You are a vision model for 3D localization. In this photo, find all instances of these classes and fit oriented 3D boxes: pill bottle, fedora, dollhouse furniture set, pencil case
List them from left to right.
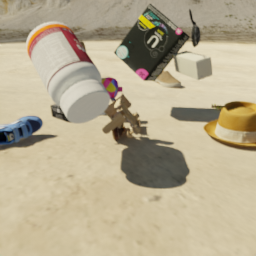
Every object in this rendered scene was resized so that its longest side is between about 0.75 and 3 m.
[{"bbox_3d":[-1.672,-1.539,7.797,1.503,1.503,2.744,-16,60,-34],"label":"pill bottle"},{"bbox_3d":[-1.031,-1.188,9.049,1.720,0.760,0.760,1,17,44],"label":"pencil case"},{"bbox_3d":[-0.307,-0.266,10.712,1.057,1.237,2.387,-37,17,15],"label":"dollhouse furniture set"},{"bbox_3d":[4.183,-0.278,10.275,2.839,1.158,2.839,1,22,0],"label":"fedora"}]

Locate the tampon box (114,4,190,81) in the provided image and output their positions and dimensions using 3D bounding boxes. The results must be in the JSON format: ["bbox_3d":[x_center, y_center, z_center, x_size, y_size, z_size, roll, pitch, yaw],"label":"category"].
[{"bbox_3d":[1.005,-3.479,11.810,1.845,2.461,1.554,44,22,12],"label":"tampon box"}]

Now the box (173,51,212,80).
[{"bbox_3d":[2.394,-2.386,10.547,0.616,0.740,1.801,-20,28,-11],"label":"box"}]

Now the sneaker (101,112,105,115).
[{"bbox_3d":[-1.632,-1.063,12.961,1.652,0.585,0.603,18,28,37],"label":"sneaker"}]

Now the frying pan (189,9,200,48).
[{"bbox_3d":[2.512,-3.712,10.435,0.226,1.391,0.841,6,25,28],"label":"frying pan"}]

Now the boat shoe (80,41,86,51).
[{"bbox_3d":[-1.587,-2.251,9.276,0.392,1.209,0.435,12,35,29],"label":"boat shoe"}]

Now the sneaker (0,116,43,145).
[{"bbox_3d":[-3.958,0.152,9.841,2.006,0.742,0.825,-19,28,-23],"label":"sneaker"}]

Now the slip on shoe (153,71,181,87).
[{"bbox_3d":[2.423,-3.240,18.017,1.035,0.825,2.723,-9,24,-21],"label":"slip on shoe"}]

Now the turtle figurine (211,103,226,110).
[{"bbox_3d":[4.354,-0.991,13.190,0.901,0.290,0.727,-26,25,-33],"label":"turtle figurine"}]

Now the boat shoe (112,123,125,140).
[{"bbox_3d":[-0.357,0.011,10.394,0.518,0.519,1.474,-4,22,-2],"label":"boat shoe"}]

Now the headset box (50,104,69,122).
[{"bbox_3d":[-2.480,-0.850,12.387,1.104,0.573,1.483,17,29,36],"label":"headset box"}]
